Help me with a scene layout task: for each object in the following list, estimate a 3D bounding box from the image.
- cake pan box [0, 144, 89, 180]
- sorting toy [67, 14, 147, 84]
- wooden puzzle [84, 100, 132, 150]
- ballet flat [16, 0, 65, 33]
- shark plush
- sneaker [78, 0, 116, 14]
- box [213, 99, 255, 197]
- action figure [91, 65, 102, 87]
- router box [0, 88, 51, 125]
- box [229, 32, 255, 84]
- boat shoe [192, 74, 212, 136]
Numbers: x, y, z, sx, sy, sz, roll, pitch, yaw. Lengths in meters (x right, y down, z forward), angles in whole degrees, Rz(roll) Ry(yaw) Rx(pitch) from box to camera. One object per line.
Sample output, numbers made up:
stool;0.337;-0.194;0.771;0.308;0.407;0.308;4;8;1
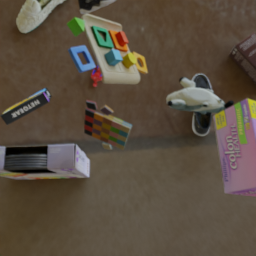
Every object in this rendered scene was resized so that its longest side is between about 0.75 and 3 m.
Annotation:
cake pan box;-2.497;1.034;8.060;2.478;2.691;0.704;-3;75;-2
sorting toy;-0.279;-1.826;6.539;0.384;2.816;1.585;-22;84;35
wooden puzzle;-0.482;0.021;6.258;1.038;1.750;0.123;23;59;3
ballet flat;-3.258;-4.754;10.483;0.971;0.971;2.705;41;80;10
shark plush;1.962;-0.645;7.185;2.048;0.853;0.931;6;59;18
sneaker;-0.983;-4.191;8.775;1.439;0.543;0.819;-18;116;12
box;2.845;0.507;5.728;1.895;0.916;1.667;11;64;-27
action figure;-0.979;-2.166;10.088;0.483;0.382;1.476;18;81;10
router box;-2.053;-0.457;5.723;0.953;0.711;0.243;-30;109;-2
box;4.659;-2.317;9.949;0.967;0.723;1.930;-35;77;-8
boat shoe;2.518;-0.875;9.543;0.791;0.749;2.261;6;76;2
